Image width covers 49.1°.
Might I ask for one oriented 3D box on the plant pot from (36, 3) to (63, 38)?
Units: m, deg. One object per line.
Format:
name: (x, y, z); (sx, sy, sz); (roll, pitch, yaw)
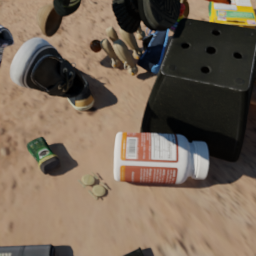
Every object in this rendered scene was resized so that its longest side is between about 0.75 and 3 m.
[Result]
plant pot: (-2.758, -3.773, 9.625); (0.541, 1.171, 1.171); (27, 52, 5)

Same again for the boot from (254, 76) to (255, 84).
boot: (5.313, -2.186, 9.815); (2.936, 1.126, 2.279); (4, 29, 5)

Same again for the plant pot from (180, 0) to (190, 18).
plant pot: (2.046, -4.327, 10.144); (0.109, 0.793, 0.793); (3, 43, 38)

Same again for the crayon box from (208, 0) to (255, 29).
crayon box: (4.782, -5.206, 13.034); (1.851, 0.759, 2.944); (6, 48, 6)

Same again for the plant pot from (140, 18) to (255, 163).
plant pot: (2.087, -1.210, 7.834); (2.990, 2.659, 2.997); (15, 64, 14)

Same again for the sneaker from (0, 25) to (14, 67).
sneaker: (-2.555, -1.516, 5.506); (0.574, 1.059, 0.371); (25, 29, 26)

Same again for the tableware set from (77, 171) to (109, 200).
tableware set: (-0.937, 1.553, 7.440); (0.764, 0.153, 0.505); (41, 48, 23)

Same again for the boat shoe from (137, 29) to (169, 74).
boat shoe: (1.022, -3.429, 11.140); (1.003, 1.230, 2.923); (14, 47, 3)

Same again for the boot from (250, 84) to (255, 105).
boot: (4.403, -0.929, 9.295); (1.931, 0.678, 1.412); (-20, 52, -18)

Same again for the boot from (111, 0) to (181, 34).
boot: (0.376, -3.374, 8.004); (1.098, 2.181, 2.918); (24, 55, -28)

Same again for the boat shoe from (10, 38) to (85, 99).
boat shoe: (-1.195, -0.890, 4.689); (0.640, 2.261, 0.776); (28, 94, 0)

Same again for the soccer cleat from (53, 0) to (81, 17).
soccer cleat: (-1.630, -3.835, 7.542); (1.165, 2.875, 0.971); (-38, 103, -31)

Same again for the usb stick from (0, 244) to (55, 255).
usb stick: (-2.826, 2.904, 6.060); (2.475, 0.403, 0.686); (-2, 49, -1)

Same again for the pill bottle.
pill bottle: (0.824, 0.804, 7.340); (2.325, 1.304, 1.304); (3, 48, 1)

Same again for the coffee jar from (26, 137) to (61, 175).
coffee jar: (-2.372, 0.790, 7.889); (0.582, 0.476, 1.115); (-28, 53, -24)

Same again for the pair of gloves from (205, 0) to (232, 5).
pair of gloves: (2.329, -4.458, 8.925); (1.691, 0.235, 1.898); (30, 15, 32)

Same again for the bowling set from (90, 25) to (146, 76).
bowling set: (-0.390, -3.143, 11.042); (1.890, 1.458, 2.716); (-8, 44, 32)

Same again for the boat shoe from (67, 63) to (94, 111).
boat shoe: (-2.145, -1.777, 9.894); (1.100, 0.918, 2.948); (-27, 52, -20)

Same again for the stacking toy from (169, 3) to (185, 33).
stacking toy: (1.472, -3.254, 8.229); (0.386, 0.905, 0.386); (3, 61, -5)

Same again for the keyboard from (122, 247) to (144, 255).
keyboard: (0.381, 3.396, 5.763); (1.050, 0.224, 1.748); (-21, 52, -9)
